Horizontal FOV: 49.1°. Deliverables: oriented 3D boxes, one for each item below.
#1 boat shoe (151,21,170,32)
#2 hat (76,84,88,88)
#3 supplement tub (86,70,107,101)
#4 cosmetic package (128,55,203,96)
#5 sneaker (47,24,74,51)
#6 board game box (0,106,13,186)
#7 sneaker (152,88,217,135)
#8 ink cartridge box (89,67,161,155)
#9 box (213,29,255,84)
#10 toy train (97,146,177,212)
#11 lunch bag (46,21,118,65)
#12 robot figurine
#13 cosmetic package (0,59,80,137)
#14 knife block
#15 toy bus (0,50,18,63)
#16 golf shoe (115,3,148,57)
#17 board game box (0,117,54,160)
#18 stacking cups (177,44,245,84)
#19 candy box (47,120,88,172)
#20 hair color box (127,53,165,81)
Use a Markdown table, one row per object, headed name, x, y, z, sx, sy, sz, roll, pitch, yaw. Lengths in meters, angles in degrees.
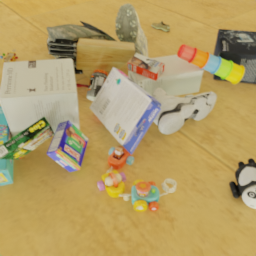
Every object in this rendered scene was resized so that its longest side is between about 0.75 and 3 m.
| name | x | y | z | sx | sy | sz | roll | pitch | yaw |
| --- | --- | --- | --- | --- | --- | --- | --- | --- | --- |
| boat shoe | 1.813 | -5.648 | 15.367 | 1.169 | 0.445 | 0.419 | 26 | 49 | 25 |
| hat | -2.301 | -1.928 | 10.547 | 1.407 | 1.324 | 1.598 | -12 | 8 | 5 |
| supplement tub | -1.140 | -1.580 | 10.546 | 0.678 | 0.678 | 1.106 | 9 | 78 | 9 |
| cosmetic package | 1.409 | -2.015 | 11.025 | 2.617 | 1.110 | 1.408 | -9 | 44 | -10 |
| sneaker | -2.887 | -4.405 | 13.744 | 1.105 | 0.859 | 2.455 | 19 | 44 | 23 |
| board game box | -4.724 | 0.598 | 8.559 | 2.206 | 0.686 | 2.922 | -10 | 45 | -12 |
| sneaker | 1.782 | -0.872 | 9.877 | 2.694 | 1.012 | 1.549 | -26 | 49 | -25 |
| ink cartridge box | -0.078 | -0.587 | 8.991 | 0.598 | 1.701 | 2.851 | 19 | 20 | -42 |
| box | 4.924 | -3.081 | 11.996 | 2.314 | 1.359 | 2.276 | 7 | 44 | 10 |
| toy train | 0.133 | 1.272 | 7.872 | 2.342 | 0.651 | 1.759 | 27 | 50 | 27 |
| lunch bag | -1.928 | -3.866 | 12.700 | 2.676 | 1.573 | 2.194 | -22 | 43 | -34 |
| robot figurine | 3.370 | 1.481 | 7.508 | 0.853 | 1.027 | 1.366 | 16 | 42 | -13 |
| cosmetic package | -2.743 | -0.955 | 9.011 | 2.158 | 1.780 | 1.779 | -6 | 48 | -12 |
| knife block | -1.497 | -3.011 | 10.835 | 2.855 | 2.506 | 0.913 | -35 | 29 | 19 |
| toy bus | -5.327 | -3.124 | 12.735 | 0.759 | 0.392 | 0.716 | -28 | 55 | -20 |
| golf shoe | 0.259 | -3.853 | 11.951 | 1.082 | 2.765 | 1.344 | 5 | 30 | 29 |
| board game box | -2.611 | 0.351 | 7.415 | 1.342 | 2.562 | 0.301 | -34 | 92 | -13 |
| stacking cups | 3.045 | -2.451 | 10.369 | 2.529 | 0.765 | 0.765 | 22 | 42 | -13 |
| candy box | -1.735 | 0.535 | 8.221 | 0.451 | 0.990 | 1.171 | -17 | 43 | 29 |
| hair color box | 0.645 | -2.223 | 10.172 | 1.190 | 0.380 | 0.660 | 24 | 56 | 20 |
